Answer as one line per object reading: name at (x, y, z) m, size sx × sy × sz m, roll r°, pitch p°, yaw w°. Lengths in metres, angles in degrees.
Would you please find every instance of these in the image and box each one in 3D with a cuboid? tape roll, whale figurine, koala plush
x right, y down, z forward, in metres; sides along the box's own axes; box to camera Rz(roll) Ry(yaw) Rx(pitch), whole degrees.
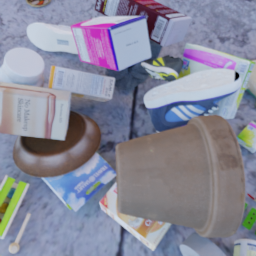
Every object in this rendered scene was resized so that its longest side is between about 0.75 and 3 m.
tape roll at (1.806, 3.053, 6.395) m, size 0.431 × 1.305 × 1.305 m, roll -37°, pitch 65°, yaw -21°
whale figurine at (4.430, -1.474, 9.700) m, size 1.315 × 0.857 × 1.653 m, roll -15°, pitch 83°, yaw -7°
koala plush at (-0.129, -2.674, 9.957) m, size 1.995 × 2.068 × 2.250 m, roll 2°, pitch 37°, yaw -15°

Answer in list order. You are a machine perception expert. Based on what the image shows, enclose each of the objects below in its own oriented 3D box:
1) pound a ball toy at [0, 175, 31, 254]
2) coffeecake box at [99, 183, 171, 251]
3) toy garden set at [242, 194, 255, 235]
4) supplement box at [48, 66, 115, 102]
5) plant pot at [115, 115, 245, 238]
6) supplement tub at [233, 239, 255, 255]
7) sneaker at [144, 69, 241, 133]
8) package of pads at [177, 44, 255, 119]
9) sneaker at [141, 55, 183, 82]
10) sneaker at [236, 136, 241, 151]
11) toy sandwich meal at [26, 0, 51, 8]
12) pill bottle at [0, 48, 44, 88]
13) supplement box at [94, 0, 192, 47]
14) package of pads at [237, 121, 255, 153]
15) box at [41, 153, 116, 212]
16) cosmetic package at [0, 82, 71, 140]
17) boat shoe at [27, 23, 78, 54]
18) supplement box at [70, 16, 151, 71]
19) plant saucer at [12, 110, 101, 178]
pound a ball toy at (-3.104, 2.278, 7.365) m, size 1.114 × 0.726 × 1.708 m, roll 25°, pitch 57°, yaw -14°
coffeecake box at (0.354, 2.071, 7.414) m, size 1.770 × 0.647 × 1.359 m, roll 33°, pitch 63°, yaw 19°
toy garden set at (3.534, 2.357, 7.486) m, size 1.285 × 0.256 × 1.071 m, roll 34°, pitch 65°, yaw 20°
supplement box at (-1.440, -1.296, 8.488) m, size 1.845 × 1.163 × 0.678 m, roll 9°, pitch 89°, yaw -17°
plant pot at (0.888, 1.051, 6.074) m, size 2.288 × 2.624 × 2.624 m, roll -1°, pitch 57°, yaw -4°
supplement tub at (2.866, 3.266, 6.573) m, size 0.783 × 0.783 × 1.080 m, roll 14°, pitch 59°, yaw 9°
sneaker at (1.834, -0.369, 7.430) m, size 2.587 × 1.894 × 1.042 m, roll -11°, pitch 35°, yaw 32°
package of pads at (2.266, -1.325, 7.923) m, size 0.734 × 1.663 × 2.152 m, roll -1°, pitch 25°, yaw -31°
sneaker at (1.037, -1.816, 8.322) m, size 0.702 × 0.618 × 1.659 m, roll -51°, pitch 39°, yaw -5°
sneaker at (2.915, 0.357, 8.031) m, size 0.507 × 0.564 × 1.306 m, roll 22°, pitch 42°, yaw -23°
toy sandwich meal at (-4.090, -5.963, 12.649) m, size 1.286 × 0.441 × 1.286 m, roll 0°, pitch 58°, yaw 0°
pill bottle at (-3.242, -1.256, 8.439) m, size 1.246 × 2.203 × 1.246 m, roll 14°, pitch 54°, yaw -20°
supplement box at (0.439, -3.459, 8.528) m, size 2.615 × 0.796 × 1.423 m, roll 34°, pitch 36°, yaw 18°
package of pads at (3.894, 0.291, 8.754) m, size 0.892 × 0.304 × 0.689 m, roll -39°, pitch 64°, yaw -21°
box at (-1.728, 1.057, 8.069) m, size 2.613 × 0.623 × 1.594 m, roll 40°, pitch 66°, yaw 22°
cosmetic package at (-2.702, -0.462, 7.299) m, size 2.271 × 1.174 × 0.991 m, roll 5°, pitch 20°, yaw -9°
boat shoe at (-2.547, -3.542, 10.875) m, size 2.824 × 1.017 × 0.967 m, roll 10°, pitch 29°, yaw 19°
supplement box at (-0.488, -2.195, 7.070) m, size 1.013 × 1.035 × 2.003 m, roll -28°, pitch 34°, yaw -25°
plant saucer at (-2.143, 0.259, 8.238) m, size 2.656 × 0.486 × 2.656 m, roll -5°, pitch 43°, yaw 4°
